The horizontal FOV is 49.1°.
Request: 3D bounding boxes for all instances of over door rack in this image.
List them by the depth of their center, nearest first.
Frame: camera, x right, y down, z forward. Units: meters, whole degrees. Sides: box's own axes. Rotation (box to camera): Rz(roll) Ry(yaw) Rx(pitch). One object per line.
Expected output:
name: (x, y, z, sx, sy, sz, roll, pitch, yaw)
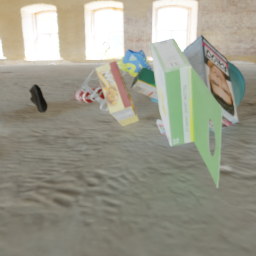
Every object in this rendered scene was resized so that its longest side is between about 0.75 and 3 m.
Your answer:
over door rack: (-0.914, -2.294, 12.705, 0.859, 2.578, 1.905, 8, 28, -50)

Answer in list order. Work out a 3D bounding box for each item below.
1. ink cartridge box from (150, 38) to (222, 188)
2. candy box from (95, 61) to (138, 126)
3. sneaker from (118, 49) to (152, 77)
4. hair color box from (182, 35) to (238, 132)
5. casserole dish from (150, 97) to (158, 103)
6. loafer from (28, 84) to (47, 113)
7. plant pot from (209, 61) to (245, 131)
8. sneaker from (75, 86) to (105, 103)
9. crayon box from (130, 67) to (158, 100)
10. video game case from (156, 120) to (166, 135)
ink cartridge box: (1.157, -0.385, 6.080, 0.694, 2.107, 2.896, -12, 40, 2)
candy box: (-0.282, -0.999, 9.209, 0.704, 1.469, 2.546, -20, -10, 4)
sneaker: (0.509, -2.158, 9.871, 1.783, 0.936, 0.675, 29, 32, 8)
hair color box: (2.362, -1.357, 8.297, 1.341, 0.821, 2.709, 30, 47, -27)
casserole dish: (1.745, -1.538, 15.172, 0.778, 0.249, 1.285, -9, 19, -28)
loafer: (-2.905, -0.884, 8.974, 0.379, 1.062, 0.388, -30, -27, 13)
plant pot: (2.919, -1.055, 10.296, 2.346, 2.346, 2.204, 8, 36, 26)
sneaker: (-2.006, -2.017, 15.699, 1.331, 0.903, 2.305, 14, 20, 35)
crayon box: (1.116, -1.232, 9.029, 1.884, 0.486, 1.184, 22, -8, -8)
video game case: (1.449, 0.080, 8.598, 1.017, 0.124, 1.423, 12, -11, 15)
